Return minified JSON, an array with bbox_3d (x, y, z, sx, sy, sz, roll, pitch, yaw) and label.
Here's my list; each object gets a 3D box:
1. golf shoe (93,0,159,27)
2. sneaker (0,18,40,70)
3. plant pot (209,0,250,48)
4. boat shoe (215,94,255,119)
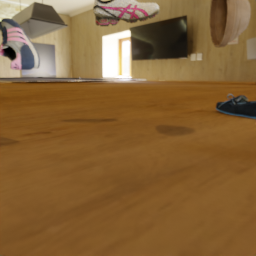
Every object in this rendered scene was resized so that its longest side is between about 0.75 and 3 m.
[{"bbox_3d":[-0.054,-3.924,9.118,2.169,0.999,0.787,-8,30,-3],"label":"golf shoe"},{"bbox_3d":[-2.823,-2.043,6.718,0.720,0.616,1.756,-22,60,-38],"label":"sneaker"},{"bbox_3d":[2.834,-3.097,7.737,0.765,1.658,1.658,-4,12,1],"label":"plant pot"},{"bbox_3d":[4.835,-0.977,11.830,1.073,0.876,2.551,-8,14,-32],"label":"boat shoe"}]
